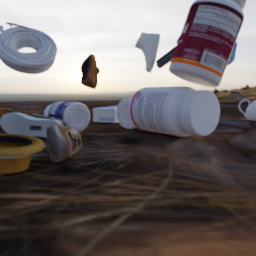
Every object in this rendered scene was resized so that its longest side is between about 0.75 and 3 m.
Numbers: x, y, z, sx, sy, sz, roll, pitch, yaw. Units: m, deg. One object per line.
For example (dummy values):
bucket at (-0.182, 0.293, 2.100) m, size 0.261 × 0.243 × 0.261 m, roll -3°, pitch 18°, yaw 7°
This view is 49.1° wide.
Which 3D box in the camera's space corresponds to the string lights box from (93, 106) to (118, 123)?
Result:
string lights box at (-0.628, -0.683, 13.767) m, size 1.195 × 0.686 × 2.326 m, roll 3°, pitch 8°, yaw 24°

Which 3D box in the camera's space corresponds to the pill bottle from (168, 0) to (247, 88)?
pill bottle at (2.360, -2.742, 8.173) m, size 1.595 × 2.793 × 1.595 m, roll 20°, pitch 3°, yaw -1°

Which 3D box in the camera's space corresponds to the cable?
cable at (-3.705, -2.851, 10.268) m, size 2.122 × 2.122 × 0.735 m, roll 7°, pitch -38°, yaw -17°

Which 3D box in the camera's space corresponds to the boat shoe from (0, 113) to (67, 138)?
boat shoe at (-3.012, -0.058, 8.998) m, size 2.140 × 0.757 × 0.681 m, roll 9°, pitch 9°, yaw 10°

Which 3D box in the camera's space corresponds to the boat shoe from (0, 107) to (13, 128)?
boat shoe at (-5.118, -0.289, 10.359) m, size 0.830 × 0.831 × 2.361 m, roll 0°, pitch 14°, yaw 26°

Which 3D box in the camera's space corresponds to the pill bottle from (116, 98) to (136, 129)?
pill bottle at (0.604, -0.619, 11.364) m, size 1.178 × 1.178 × 2.120 m, roll 6°, pitch 9°, yaw 38°

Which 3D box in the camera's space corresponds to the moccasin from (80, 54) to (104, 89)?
moccasin at (-1.646, -2.586, 12.723) m, size 0.875 × 0.830 × 2.268 m, roll 34°, pitch 27°, yaw -32°

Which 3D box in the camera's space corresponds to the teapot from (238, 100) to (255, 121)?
teapot at (6.709, -0.956, 14.212) m, size 1.553 × 1.135 × 1.533 m, roll -4°, pitch 8°, yaw -26°

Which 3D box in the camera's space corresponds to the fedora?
fedora at (-2.200, 0.488, 5.108) m, size 1.380 × 0.563 × 1.380 m, roll 5°, pitch 10°, yaw -1°

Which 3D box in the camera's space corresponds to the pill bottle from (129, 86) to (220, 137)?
pill bottle at (1.418, -0.554, 9.158) m, size 1.589 × 1.589 × 2.803 m, roll -5°, pitch 9°, yaw -35°

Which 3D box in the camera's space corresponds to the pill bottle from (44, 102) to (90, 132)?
pill bottle at (-2.381, -0.455, 10.537) m, size 1.057 × 1.057 × 1.903 m, roll -7°, pitch 10°, yaw -42°

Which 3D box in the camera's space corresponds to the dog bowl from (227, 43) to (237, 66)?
dog bowl at (3.207, -2.891, 11.634) m, size 2.569 × 0.637 × 1.432 m, roll -14°, pitch 39°, yaw 14°

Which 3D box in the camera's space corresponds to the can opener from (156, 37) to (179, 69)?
can opener at (2.220, -3.878, 13.745) m, size 2.293 × 0.767 × 0.612 m, roll -33°, pitch 29°, yaw 25°

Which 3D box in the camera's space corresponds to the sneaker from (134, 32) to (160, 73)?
sneaker at (0.876, -3.921, 14.519) m, size 1.196 × 2.069 × 0.762 m, roll 12°, pitch -3°, yaw 10°

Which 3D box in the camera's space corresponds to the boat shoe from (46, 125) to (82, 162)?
boat shoe at (-1.387, 0.264, 6.209) m, size 0.732 × 0.772 × 2.040 m, roll -1°, pitch 9°, yaw -19°
